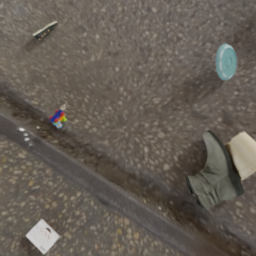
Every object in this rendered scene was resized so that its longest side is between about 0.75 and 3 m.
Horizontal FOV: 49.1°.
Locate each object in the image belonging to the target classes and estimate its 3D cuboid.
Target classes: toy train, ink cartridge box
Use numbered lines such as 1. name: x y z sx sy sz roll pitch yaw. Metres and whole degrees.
1. toy train: -2.364 -0.424 10.022 0.366 0.501 0.866 24 65 32
2. ink cartridge box: -2.871 3.661 9.496 0.878 0.196 0.774 42 84 6

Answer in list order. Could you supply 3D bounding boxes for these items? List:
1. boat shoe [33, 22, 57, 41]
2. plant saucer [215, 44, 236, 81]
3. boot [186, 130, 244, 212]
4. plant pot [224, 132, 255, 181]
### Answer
1. boat shoe: -3.095 -3.668 10.616 1.041 0.381 0.326 -41 116 -14
2. plant saucer: 3.535 -2.336 9.977 1.279 0.175 1.279 -6 99 -40
3. boot: 2.691 1.465 9.568 1.643 0.852 2.515 -23 80 2
4. plant pot: 3.963 0.882 9.480 1.370 1.370 1.254 -33 70 -5
